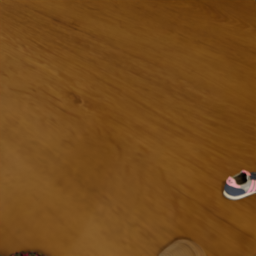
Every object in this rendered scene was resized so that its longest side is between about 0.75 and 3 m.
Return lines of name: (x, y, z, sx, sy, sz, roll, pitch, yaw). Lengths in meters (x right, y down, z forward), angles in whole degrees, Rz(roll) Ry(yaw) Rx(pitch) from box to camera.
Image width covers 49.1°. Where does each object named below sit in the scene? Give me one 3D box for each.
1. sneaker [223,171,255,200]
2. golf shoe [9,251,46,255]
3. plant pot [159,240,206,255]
sneaker: (3.629, 1.545, 8.335, 1.756, 0.720, 0.616, -17, 31, -25)
golf shoe: (-2.906, 3.647, 6.869, 2.169, 0.999, 0.787, 4, 18, -17)
plant pot: (1.034, 3.369, 6.352, 0.765, 1.658, 1.658, 21, 48, -22)
